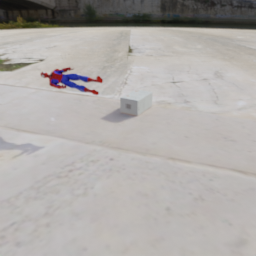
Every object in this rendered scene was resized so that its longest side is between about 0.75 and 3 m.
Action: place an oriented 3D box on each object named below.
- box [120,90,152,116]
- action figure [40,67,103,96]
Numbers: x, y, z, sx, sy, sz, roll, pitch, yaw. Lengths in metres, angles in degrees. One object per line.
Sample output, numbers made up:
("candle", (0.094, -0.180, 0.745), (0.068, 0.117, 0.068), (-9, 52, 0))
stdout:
("box", (0.352, -1.051, 11.401), (0.811, 0.635, 1.304), (14, 28, 28))
("action figure", (-2.054, -1.652, 9.587), (2.359, 0.772, 0.610), (13, -4, 25))
